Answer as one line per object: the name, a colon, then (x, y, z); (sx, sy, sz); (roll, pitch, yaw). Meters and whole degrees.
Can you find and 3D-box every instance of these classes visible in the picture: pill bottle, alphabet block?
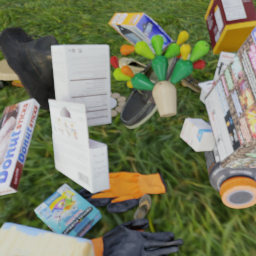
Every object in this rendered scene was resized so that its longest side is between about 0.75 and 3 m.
pill bottle: (3.016, 0.971, 8.234); (1.430, 1.430, 2.692); (3, 41, 4)
alphabet block: (-1.759, 3.244, 5.184); (1.910, 1.921, 1.956); (7, 41, 10)

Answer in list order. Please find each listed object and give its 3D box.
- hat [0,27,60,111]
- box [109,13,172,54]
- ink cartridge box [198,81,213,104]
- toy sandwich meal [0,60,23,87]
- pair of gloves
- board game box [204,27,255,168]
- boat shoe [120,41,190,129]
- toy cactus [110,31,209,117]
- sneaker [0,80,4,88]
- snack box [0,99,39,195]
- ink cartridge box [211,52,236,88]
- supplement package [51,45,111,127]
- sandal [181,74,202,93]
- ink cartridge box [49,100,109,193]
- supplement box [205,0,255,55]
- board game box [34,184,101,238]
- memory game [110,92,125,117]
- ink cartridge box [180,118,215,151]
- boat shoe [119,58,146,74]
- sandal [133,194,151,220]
hat: (-2.347, -1.942, 8.326); (1.176, 2.916, 2.916); (-23, 40, 11)
box: (0.503, -3.411, 10.225); (0.589, 1.690, 2.840); (-54, 31, 5)
ink cartridge box: (3.679, -1.228, 11.458); (1.021, 0.592, 1.753); (-14, 44, -15)
toy sandwich meal: (-4.867, -2.502, 12.808); (2.540, 0.870, 2.540); (-1, 37, 1)
pair of gloves: (-0.053, 2.319, 7.480); (2.596, 0.360, 2.914); (-5, 41, -6)
board game box: (3.006, -0.537, 6.256); (1.267, 2.617, 2.086); (2, 60, -12)
boat shoe: (0.645, -1.331, 8.410); (2.981, 0.980, 1.065); (-50, 55, 8)
toy cactus: (0.689, -1.101, 6.028); (2.139, 1.094, 1.765); (-10, 80, 11)
sneaker: (-6.182, -2.142, 12.615); (0.650, 0.544, 1.431); (-36, 49, -26)
snack box: (-2.822, 0.399, 6.722); (0.919, 0.311, 2.558); (-13, 49, 15)
ink cartridge box: (3.332, -1.742, 9.030); (0.529, 1.263, 0.912); (2, 18, -32)
supplement package: (-1.239, -1.142, 7.453); (1.192, 2.033, 1.188); (-10, 19, -29)
sandal: (2.708, -2.070, 12.630); (0.659, 0.443, 1.640); (-30, 63, -23)
ink cartridge box: (-1.166, 0.284, 6.296); (0.451, 1.796, 2.069); (-9, 12, -34)
supplement box: (3.383, -3.567, 9.339); (1.029, 1.529, 1.550); (-8, 76, 0)
board game box: (-1.594, 2.259, 7.374); (1.431, 0.336, 1.080); (27, 54, 34)
memory game: (-0.929, -0.970, 11.527); (1.773, 0.113, 1.773); (0, 41, 0)
ink cartridge box: (1.978, 0.157, 7.970); (0.592, 0.608, 0.946); (0, 29, -26)
boat shoe: (0.318, -2.946, 13.386); (0.816, 0.704, 2.238); (-23, 45, -25)
sandal: (0.423, 2.179, 7.638); (0.337, 0.226, 0.838); (34, 51, 0)
